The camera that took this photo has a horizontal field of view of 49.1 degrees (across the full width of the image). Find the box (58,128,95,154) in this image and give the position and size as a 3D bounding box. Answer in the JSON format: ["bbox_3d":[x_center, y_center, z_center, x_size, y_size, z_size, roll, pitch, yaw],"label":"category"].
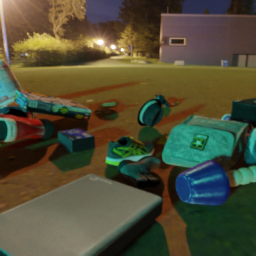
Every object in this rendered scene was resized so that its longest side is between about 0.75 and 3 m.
[{"bbox_3d":[-1.553,0.363,8.350,0.736,0.411,1.044,-14,21,-33],"label":"box"}]

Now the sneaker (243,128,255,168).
[{"bbox_3d":[3.628,0.507,6.798,1.111,0.999,2.573,17,23,38],"label":"sneaker"}]

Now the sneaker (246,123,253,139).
[{"bbox_3d":[2.976,0.244,8.154,1.361,0.513,0.534,-8,-35,38],"label":"sneaker"}]

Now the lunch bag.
[{"bbox_3d":[1.895,0.445,6.836,1.530,1.097,1.866,11,26,32],"label":"lunch bag"}]

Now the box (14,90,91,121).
[{"bbox_3d":[-2.999,-0.885,11.165,2.567,0.512,1.757,9,13,-36],"label":"box"}]

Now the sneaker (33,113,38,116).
[{"bbox_3d":[-4.120,-0.738,12.401,0.834,0.323,0.467,13,21,38],"label":"sneaker"}]

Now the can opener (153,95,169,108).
[{"bbox_3d":[1.538,-1.392,14.527,0.625,0.776,1.973,-40,15,1],"label":"can opener"}]

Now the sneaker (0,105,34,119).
[{"bbox_3d":[-4.720,-0.437,10.218,2.390,0.896,1.010,-4,11,-15],"label":"sneaker"}]

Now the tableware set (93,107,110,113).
[{"bbox_3d":[-1.212,-0.833,13.025,0.808,0.162,0.534,-4,16,-14],"label":"tableware set"}]

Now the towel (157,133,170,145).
[{"bbox_3d":[1.228,0.352,8.961,0.403,0.084,0.935,5,17,21],"label":"towel"}]

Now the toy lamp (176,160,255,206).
[{"bbox_3d":[2.332,0.958,5.535,2.984,0.869,0.869,-4,16,-22],"label":"toy lamp"}]

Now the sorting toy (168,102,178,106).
[{"bbox_3d":[2.271,-1.284,14.725,0.766,0.113,0.566,-13,20,-38],"label":"sorting toy"}]

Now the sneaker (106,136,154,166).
[{"bbox_3d":[0.113,0.512,7.303,1.582,0.669,0.589,-15,23,-43],"label":"sneaker"}]

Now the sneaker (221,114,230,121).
[{"bbox_3d":[4.108,-0.343,10.999,0.883,0.347,0.394,-14,55,-22],"label":"sneaker"}]

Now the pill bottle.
[{"bbox_3d":[-6.250,-2.377,13.660,1.365,2.509,1.365,-25,15,7],"label":"pill bottle"}]

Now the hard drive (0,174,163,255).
[{"bbox_3d":[-0.774,1.423,4.287,1.688,0.398,2.419,11,16,33],"label":"hard drive"}]

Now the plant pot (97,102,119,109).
[{"bbox_3d":[-0.924,-1.026,13.224,1.049,0.144,1.049,-10,-3,-1],"label":"plant pot"}]

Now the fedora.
[{"bbox_3d":[0.886,-0.456,10.154,1.182,1.182,0.540,-11,39,-34],"label":"fedora"}]

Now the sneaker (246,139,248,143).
[{"bbox_3d":[3.528,0.360,8.468,0.554,0.460,1.160,-25,19,-37],"label":"sneaker"}]

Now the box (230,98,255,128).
[{"bbox_3d":[4.558,-0.291,9.189,1.934,1.202,1.436,-10,19,-30],"label":"box"}]

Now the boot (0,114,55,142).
[{"bbox_3d":[-3.605,-0.014,9.096,2.545,0.922,1.836,9,7,40],"label":"boot"}]

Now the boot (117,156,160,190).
[{"bbox_3d":[0.434,1.018,6.152,1.253,0.437,0.825,-7,29,-39],"label":"boot"}]
